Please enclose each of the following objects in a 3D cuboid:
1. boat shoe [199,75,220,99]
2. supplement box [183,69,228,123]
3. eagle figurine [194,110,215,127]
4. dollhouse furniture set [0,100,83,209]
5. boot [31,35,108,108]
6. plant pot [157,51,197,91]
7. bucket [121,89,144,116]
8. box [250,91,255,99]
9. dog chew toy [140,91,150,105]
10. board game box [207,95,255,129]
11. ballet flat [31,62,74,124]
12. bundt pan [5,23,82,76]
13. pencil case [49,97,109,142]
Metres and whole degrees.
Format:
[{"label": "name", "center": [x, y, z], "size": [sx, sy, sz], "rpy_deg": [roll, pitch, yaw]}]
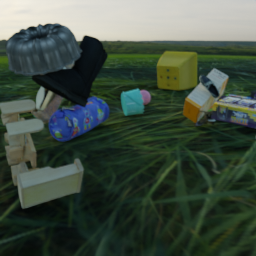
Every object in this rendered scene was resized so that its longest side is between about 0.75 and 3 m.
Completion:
[{"label": "boat shoe", "center": [2.969, -1.511, 10.180], "size": [0.379, 1.012, 0.313], "rpy_deg": [-30, -6, 2]}, {"label": "supplement box", "center": [3.034, -1.240, 11.012], "size": [0.690, 1.182, 1.875], "rpy_deg": [37, 72, 23]}, {"label": "eagle figurine", "center": [2.955, -0.308, 10.616], "size": [0.670, 0.883, 0.666], "rpy_deg": [28, 50, 18]}, {"label": "dollhouse furniture set", "center": [-1.986, 0.610, 6.357], "size": [1.277, 1.803, 1.963], "rpy_deg": [-12, 50, -28]}, {"label": "boot", "center": [-1.687, -1.960, 8.692], "size": [0.964, 2.120, 2.523], "rpy_deg": [19, -4, 25]}, {"label": "plant pot", "center": [2.982, -3.509, 17.912], "size": [2.245, 2.245, 1.980], "rpy_deg": [12, 32, 31]}, {"label": "bucket", "center": [0.168, -1.087, 12.150], "size": [0.757, 1.164, 1.164], "rpy_deg": [-12, 21, -12]}, {"label": "box", "center": [6.331, -1.150, 12.705], "size": [0.757, 0.873, 1.428], "rpy_deg": [-7, 21, -24]}, {"label": "dog chew toy", "center": [0.553, -1.404, 13.812], "size": [1.161, 0.723, 0.723], "rpy_deg": [-26, 31, -36]}, {"label": "board game box", "center": [4.892, -0.726, 11.738], "size": [2.104, 0.722, 2.545], "rpy_deg": [-20, 27, -41]}, {"label": "ballet flat", "center": [-2.656, -1.487, 10.170], "size": [0.941, 2.766, 0.930], "rpy_deg": [11, -18, 33]}, {"label": "bundt pan", "center": [-2.420, -2.319, 7.844], "size": [2.127, 0.798, 2.127], "rpy_deg": [-4, 40, 3]}, {"label": "pencil case", "center": [-1.709, -0.406, 10.116], "size": [1.027, 1.143, 2.631], "rpy_deg": [12, 22, 23]}]
